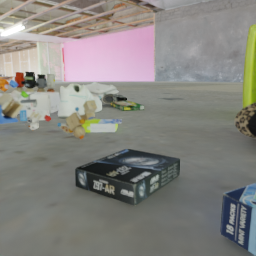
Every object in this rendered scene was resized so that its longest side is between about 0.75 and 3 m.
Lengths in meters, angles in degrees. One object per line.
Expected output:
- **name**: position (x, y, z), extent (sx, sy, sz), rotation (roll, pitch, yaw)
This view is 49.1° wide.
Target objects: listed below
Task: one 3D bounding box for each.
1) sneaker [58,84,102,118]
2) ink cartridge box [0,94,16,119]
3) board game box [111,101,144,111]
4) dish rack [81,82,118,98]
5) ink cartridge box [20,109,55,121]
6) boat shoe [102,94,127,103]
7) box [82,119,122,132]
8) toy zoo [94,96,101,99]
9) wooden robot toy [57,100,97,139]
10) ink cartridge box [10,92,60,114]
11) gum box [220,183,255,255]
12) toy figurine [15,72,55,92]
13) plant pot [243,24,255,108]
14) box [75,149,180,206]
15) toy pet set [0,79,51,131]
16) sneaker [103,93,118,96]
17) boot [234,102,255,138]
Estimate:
- **sneaker**: position (-1.630, -1.053, 10.112), extent (0.970, 1.105, 2.758), rotation (1, 10, 13)
- **ink cartridge box**: position (-4.556, -0.675, 8.993), extent (1.318, 0.757, 1.815), rotation (-9, 14, -37)
- **board game box**: position (-0.065, -0.937, 11.773), extent (0.919, 0.206, 1.755), rotation (-3, 12, -20)
- **dish rack**: position (-1.895, -2.370, 17.133), extent (2.195, 0.478, 1.884), rotation (14, 28, 35)
- **ink cartridge box**: position (-2.756, -0.400, 8.599), extent (0.969, 0.329, 0.558), rotation (-3, 5, -8)
- **boat shoe**: position (-0.629, -1.406, 13.435), extent (1.301, 0.473, 0.408), rotation (-3, 8, -37)
- **box**: position (-0.705, -0.066, 7.246), extent (1.064, 0.254, 0.649), rotation (0, 11, 1)
- **toy zoo**: position (-2.381, -1.542, 14.755), extent (1.994, 0.204, 1.308), rotation (-6, 12, -26)
- **wooden robot toy**: position (-1.058, -0.060, 6.382), extent (1.318, 0.598, 0.581), rotation (-34, -21, 34)
- **ink cartridge box**: position (-3.566, -0.954, 10.493), extent (1.719, 0.729, 1.252), rotation (2, 12, 3)
- **gum box**: position (2.076, 0.859, 2.111), extent (1.709, 0.448, 2.011), rotation (-7, 13, -30)
- **toy figurine**: position (-5.487, -2.487, 16.605), extent (2.174, 1.513, 2.141), rotation (9, 9, 44)
- **plant pot**: position (5.241, -1.637, 8.877), extent (2.868, 2.882, 2.615), rotation (4, 6, 23)
- **box**: position (0.030, 0.611, 3.858), extent (0.960, 0.261, 1.198), rotation (8, 14, 35)
- **toy pet set**: position (-2.781, -0.422, 6.596), extent (1.295, 1.387, 0.737), rotation (12, 61, 37)
- **sneaker**: position (-0.962, -1.612, 14.575), extent (0.943, 0.394, 0.570), rotation (-1, 3, 40)
- **boot**: position (3.754, -0.072, 5.616), extent (2.676, 0.979, 2.015), rotation (-10, 14, -16)
